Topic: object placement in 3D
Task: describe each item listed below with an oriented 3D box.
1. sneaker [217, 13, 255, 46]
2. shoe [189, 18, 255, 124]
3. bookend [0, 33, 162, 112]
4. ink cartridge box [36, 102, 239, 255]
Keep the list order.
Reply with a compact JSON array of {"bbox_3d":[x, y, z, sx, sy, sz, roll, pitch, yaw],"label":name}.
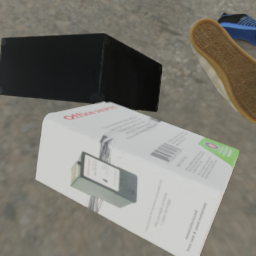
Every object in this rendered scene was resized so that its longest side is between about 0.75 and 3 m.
[{"bbox_3d":[4.507,-3.717,10.350,2.381,0.835,0.927,18,68,12],"label":"sneaker"},{"bbox_3d":[2.280,-1.205,6.064,0.934,0.713,2.673,-38,95,9],"label":"shoe"},{"bbox_3d":[-0.923,-1.090,6.119,2.536,2.520,1.168,8,94,27],"label":"bookend"},{"bbox_3d":[0.159,0.459,3.641,2.136,0.897,1.554,21,19,22],"label":"ink cartridge box"}]
